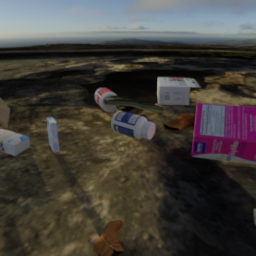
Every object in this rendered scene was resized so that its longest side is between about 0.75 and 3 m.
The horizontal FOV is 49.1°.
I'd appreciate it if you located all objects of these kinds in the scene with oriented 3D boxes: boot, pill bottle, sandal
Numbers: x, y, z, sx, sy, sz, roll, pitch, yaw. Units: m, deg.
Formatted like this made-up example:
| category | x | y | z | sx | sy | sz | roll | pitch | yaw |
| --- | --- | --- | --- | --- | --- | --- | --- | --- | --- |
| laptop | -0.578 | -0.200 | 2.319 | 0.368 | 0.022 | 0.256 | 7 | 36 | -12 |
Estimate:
| category | x | y | z | sx | sy | sz | roll | pitch | yaw |
| --- | --- | --- | --- | --- | --- | --- | --- | --- | --- |
| boot | -0.286 | 2.164 | 5.430 | 0.838 | 0.321 | 0.651 | -17 | 27 | -37 |
| pill bottle | -1.106 | -1.438 | 13.865 | 0.938 | 0.938 | 1.670 | -8 | 22 | -19 |
| pill bottle | 0.190 | -0.062 | 9.751 | 1.422 | 0.789 | 0.789 | 17 | 27 | 28 |
| boot | 2.461 | -0.239 | 11.334 | 1.521 | 0.553 | 1.616 | 18 | 28 | 38 |
| sandal | 0.252 | -0.870 | 12.777 | 2.832 | 0.808 | 1.125 | 11 | 16 | -13 |

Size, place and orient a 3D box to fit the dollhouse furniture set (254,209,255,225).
| category | x | y | z | sx | sy | sz | roll | pitch | yaw |
| --- | --- | --- | --- | --- | --- | --- | --- | --- | --- |
| dollhouse furniture set | 3.697 | 1.661 | 5.327 | 1.873 | 1.329 | 1.484 | -3 | 21 | -7 |

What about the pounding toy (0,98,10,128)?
| category | x | y | z | sx | sy | sz | roll | pitch | yaw |
| --- | --- | --- | --- | --- | --- | --- | --- | --- | --- |
| pounding toy | -4.793 | -0.332 | 9.276 | 1.536 | 0.800 | 1.748 | -2 | -24 | 0 |

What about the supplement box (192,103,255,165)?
| category | x | y | z | sx | sy | sz | roll | pitch | yaw |
| --- | --- | --- | --- | --- | --- | --- | --- | --- | --- |
| supplement box | 3.303 | 0.194 | 8.510 | 2.568 | 1.299 | 1.327 | 6 | 57 | 15 |

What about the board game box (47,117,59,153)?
| category | x | y | z | sx | sy | sz | roll | pitch | yaw |
| --- | --- | --- | --- | --- | --- | --- | --- | --- | --- |
| board game box | -2.522 | 0.208 | 9.367 | 0.213 | 0.982 | 0.977 | -7 | 16 | -21 |

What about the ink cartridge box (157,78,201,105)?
| category | x | y | z | sx | sy | sz | roll | pitch | yaw |
| --- | --- | --- | --- | --- | --- | --- | --- | --- | --- |
| ink cartridge box | 2.680 | -2.024 | 15.265 | 2.120 | 1.013 | 2.415 | 2 | 21 | 4 |

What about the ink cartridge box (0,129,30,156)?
| category | x | y | z | sx | sy | sz | roll | pitch | yaw |
| --- | --- | --- | --- | --- | --- | --- | --- | --- | --- |
| ink cartridge box | -4.085 | 0.474 | 9.507 | 1.256 | 0.426 | 0.723 | 14 | 26 | 20 |
